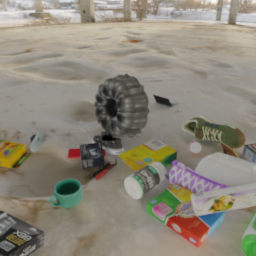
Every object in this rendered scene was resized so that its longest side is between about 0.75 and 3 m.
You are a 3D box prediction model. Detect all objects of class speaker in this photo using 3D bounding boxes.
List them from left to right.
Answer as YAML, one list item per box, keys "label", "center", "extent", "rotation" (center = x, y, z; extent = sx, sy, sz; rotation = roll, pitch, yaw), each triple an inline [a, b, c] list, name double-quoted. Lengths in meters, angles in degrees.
- label: "speaker"
  center: [3.903, 2.784, 7.828]
  extent: [0.911, 0.911, 2.060]
  rotation: [21, 35, 34]

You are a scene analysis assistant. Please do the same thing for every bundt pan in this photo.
- label: "bundt pan"
  center: [-0.501, -0.908, 12.378]
  extent: [1.098, 2.926, 2.926]
  rotation: [-11, 28, -42]

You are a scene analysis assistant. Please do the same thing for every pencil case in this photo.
- label: "pencil case"
  center: [2.387, 1.854, 9.530]
  extent: [2.133, 0.912, 0.895]
  rotation: [23, 32, 33]

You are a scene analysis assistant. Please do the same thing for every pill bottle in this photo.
- label: "pill bottle"
  center: [0.629, 1.782, 9.735]
  extent: [0.816, 0.816, 1.442]
  rotation: [25, 38, 38]
- label: "pill bottle"
  center: [2.797, 0.775, 11.825]
  extent: [0.454, 0.454, 0.809]
  rotation: [2, 6, 4]

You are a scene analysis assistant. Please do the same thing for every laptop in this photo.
- label: "laptop"
  center: [2.184, -1.680, 16.340]
  extent: [1.082, 0.669, 1.155]
  rotation: [21, 35, 33]

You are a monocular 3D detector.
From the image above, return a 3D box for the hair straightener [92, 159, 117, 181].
- label: "hair straightener"
  center: [-0.919, 1.523, 10.725]
  extent: [0.493, 0.262, 1.280]
  rotation: [20, 42, 37]

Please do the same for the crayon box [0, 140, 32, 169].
- label: "crayon box"
  center: [-5.005, 1.047, 11.428]
  extent: [1.770, 0.449, 1.123]
  rotation: [8, 32, 10]

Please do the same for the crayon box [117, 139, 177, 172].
- label: "crayon box"
  center: [0.759, 1.199, 11.130]
  extent: [2.078, 0.528, 1.319]
  rotation: [-20, 34, -33]

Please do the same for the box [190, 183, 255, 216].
- label: "box"
  center: [3.162, 2.016, 8.126]
  extent: [2.614, 0.506, 0.542]
  rotation: [-11, 6, 3]

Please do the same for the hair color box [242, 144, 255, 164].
- label: "hair color box"
  center: [5.736, 1.017, 11.467]
  extent: [1.759, 0.533, 0.871]
  rotation: [-5, 28, -11]

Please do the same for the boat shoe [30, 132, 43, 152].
- label: "boat shoe"
  center: [-4.146, 0.665, 12.372]
  extent: [0.489, 0.381, 1.076]
  rotation: [-23, 36, 28]

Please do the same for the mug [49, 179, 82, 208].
- label: "mug"
  center: [-2.034, 2.197, 9.171]
  extent: [1.034, 0.639, 0.849]
  rotation: [-7, 30, -11]

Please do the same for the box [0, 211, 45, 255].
- label: "box"
  center: [-3.403, 2.991, 7.554]
  extent: [1.775, 0.442, 1.400]
  rotation: [14, 16, 25]

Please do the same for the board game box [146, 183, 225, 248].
- label: "board game box"
  center: [1.764, 2.601, 8.682]
  extent: [1.920, 0.387, 1.469]
  rotation: [25, 37, 38]

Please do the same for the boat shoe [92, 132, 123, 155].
- label: "boat shoe"
  center: [-0.916, 0.518, 11.828]
  extent: [0.765, 0.725, 2.187]
  rotation: [-12, 17, -27]

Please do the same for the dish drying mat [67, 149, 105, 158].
- label: "dish drying mat"
  center: [-1.741, 1.059, 11.820]
  extent: [1.552, 0.141, 0.596]
  rotation: [-1, 28, -4]

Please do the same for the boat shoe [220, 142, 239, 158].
- label: "boat shoe"
  center: [3.964, 0.944, 11.052]
  extent: [1.107, 0.374, 0.398]
  rotation: [37, 5, -29]

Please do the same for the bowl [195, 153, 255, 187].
- label: "bowl"
  center: [3.548, 1.432, 9.605]
  extent: [2.120, 0.791, 2.117]
  rotation: [17, 6, 30]

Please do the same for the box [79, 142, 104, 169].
- label: "box"
  center: [-1.450, 1.089, 11.193]
  extent: [0.909, 0.534, 0.894]
  rotation: [-6, 40, -11]

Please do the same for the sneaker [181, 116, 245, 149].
- label: "sneaker"
  center: [3.558, 0.259, 12.389]
  extent: [1.340, 1.001, 2.985]
  rotation: [-11, 23, -23]
